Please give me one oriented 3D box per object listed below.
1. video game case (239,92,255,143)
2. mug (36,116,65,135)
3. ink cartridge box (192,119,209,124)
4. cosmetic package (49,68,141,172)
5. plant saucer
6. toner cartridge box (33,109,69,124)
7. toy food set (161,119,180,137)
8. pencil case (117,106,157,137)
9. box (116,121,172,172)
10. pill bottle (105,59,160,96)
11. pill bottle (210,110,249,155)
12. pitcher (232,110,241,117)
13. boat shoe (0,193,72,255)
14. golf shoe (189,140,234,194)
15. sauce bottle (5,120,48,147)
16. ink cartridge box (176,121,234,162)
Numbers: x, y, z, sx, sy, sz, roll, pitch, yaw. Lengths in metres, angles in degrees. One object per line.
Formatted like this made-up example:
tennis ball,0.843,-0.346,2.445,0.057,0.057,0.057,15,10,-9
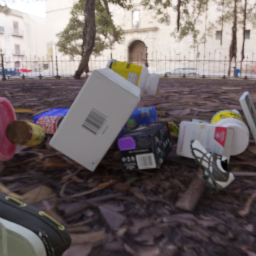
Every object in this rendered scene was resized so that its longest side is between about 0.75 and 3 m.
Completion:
video game case,5.108,-0.444,11.541,0.223,1.943,1.771,-20,5,31
mug,-3.348,-0.014,12.696,1.361,1.208,0.908,3,50,31
ink cartridge box,3.011,0.031,11.791,0.784,0.681,0.171,17,3,36
cosmetic package,-0.941,-0.460,9.290,1.639,2.658,2.666,33,12,-4
plant saucer,-4.146,0.052,9.014,0.514,2.030,2.030,-4,14,-2
toner cartridge box,-3.805,-0.519,14.817,1.271,0.577,2.675,3,14,8
toy food set,1.881,0.079,12.076,0.245,0.843,1.221,-37,30,-20
pencil case,-0.210,-0.155,11.356,2.820,1.225,1.100,-7,5,3
box,0.588,0.539,9.006,1.217,1.056,1.991,-8,10,23
pill bottle,0.171,-2.380,13.626,2.582,1.437,1.437,15,15,4
pill bottle,3.768,0.152,10.483,1.289,1.289,2.256,3,16,13
pitcher,4.375,-0.180,12.857,1.336,1.146,0.810,-20,52,-28
boat shoe,-2.165,1.704,5.022,2.628,0.937,0.791,16,16,32
golf shoe,2.201,0.882,7.379,0.783,0.644,1.658,-33,47,16
sauce bottle,-3.448,0.234,9.928,0.863,0.863,2.613,0,-3,-2
ink cartridge box,2.532,0.463,9.296,1.627,1.201,0.697,13,7,42
